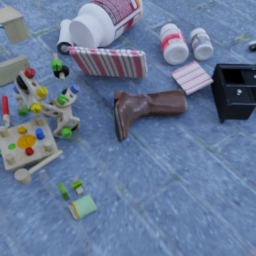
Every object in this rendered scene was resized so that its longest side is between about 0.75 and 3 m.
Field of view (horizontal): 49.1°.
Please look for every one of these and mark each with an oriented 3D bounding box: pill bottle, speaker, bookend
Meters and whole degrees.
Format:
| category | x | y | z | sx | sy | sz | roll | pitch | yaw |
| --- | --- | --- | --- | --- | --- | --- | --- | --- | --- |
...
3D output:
| category | x | y | z | sx | sy | sz | roll | pitch | yaw |
| --- | --- | --- | --- | --- | --- | --- | --- | --- | --- |
| pill bottle | -0.873 | -4.322 | 11.077 | 1.687 | 1.687 | 2.986 | 28 | 56 | 21 |
| speaker | -2.459 | -3.643 | 11.211 | 0.639 | 0.639 | 1.573 | -3 | 52 | -2 |
| bookend | 3.812 | -1.115 | 9.011 | 1.893 | 0.877 | 1.905 | 2 | 52 | -1 |
| pill bottle | 2.817 | -3.259 | 10.857 | 0.706 | 0.706 | 1.241 | -1 | 51 | -1 |
| pill bottle | 1.703 | -3.238 | 10.707 | 0.899 | 0.899 | 1.601 | -4 | 51 | -3 |

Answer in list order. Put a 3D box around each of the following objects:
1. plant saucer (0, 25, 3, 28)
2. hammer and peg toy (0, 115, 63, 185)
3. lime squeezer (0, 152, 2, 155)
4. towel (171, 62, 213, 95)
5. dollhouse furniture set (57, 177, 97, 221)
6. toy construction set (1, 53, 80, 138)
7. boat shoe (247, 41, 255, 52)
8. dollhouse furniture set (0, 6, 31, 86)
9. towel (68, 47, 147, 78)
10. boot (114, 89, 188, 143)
| category | x | y | z | sx | sy | sz | roll | pitch | yaw |
| --- | --- | --- | --- | --- | --- | --- | --- | --- | --- |
| plant saucer | -5.881 | -4.527 | 12.254 | 1.291 | 0.123 | 0.452 | -1 | 51 | 0 |
| hammer and peg toy | -2.678 | 0.630 | 7.739 | 1.486 | 0.712 | 2.020 | -21 | 54 | -18 |
| lime squeezer | -4.032 | 0.566 | 8.086 | 1.340 | 0.253 | 0.473 | 26 | 56 | 20 |
| towel | 2.178 | -1.714 | 9.659 | 0.986 | 0.202 | 1.347 | -26 | 46 | 2 |
| dollhouse furniture set | -1.255 | 1.735 | 6.997 | 0.609 | 0.467 | 0.930 | -27 | 56 | -20 |
| toy construction set | -2.513 | -0.498 | 8.179 | 2.432 | 2.028 | 1.868 | -20 | 64 | 10 |
| boat shoe | 5.357 | -3.234 | 11.059 | 1.228 | 0.421 | 0.348 | -9 | 57 | 1 |
| dollhouse furniture set | -4.477 | -2.862 | 9.865 | 1.882 | 1.979 | 1.613 | -28 | 45 | -21 |
| towel | -0.588 | -2.191 | 9.316 | 2.438 | 1.784 | 0.365 | 5 | 81 | 6 |
| boot | 0.788 | -0.458 | 8.519 | 2.426 | 0.779 | 2.261 | 0 | 44 | -5 |
